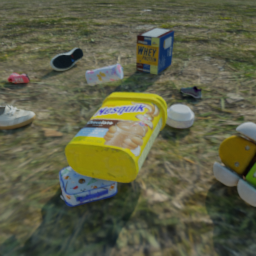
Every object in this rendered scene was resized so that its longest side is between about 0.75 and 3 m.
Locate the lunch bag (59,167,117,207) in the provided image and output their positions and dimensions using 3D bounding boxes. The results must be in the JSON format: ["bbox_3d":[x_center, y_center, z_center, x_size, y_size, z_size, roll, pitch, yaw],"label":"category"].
[{"bbox_3d":[-0.970,1.327,6.656,1.337,0.505,1.071,-12,35,-20],"label":"lunch bag"}]

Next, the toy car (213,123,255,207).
[{"bbox_3d":[3.115,0.909,6.693,1.376,1.606,1.836,23,12,-41],"label":"toy car"}]

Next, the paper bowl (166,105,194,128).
[{"bbox_3d":[1.732,-0.433,9.455,0.977,0.508,0.977,1,33,-1],"label":"paper bowl"}]

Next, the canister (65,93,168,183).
[{"bbox_3d":[-0.191,0.127,6.814,1.794,1.045,2.415,5,34,22],"label":"canister"}]

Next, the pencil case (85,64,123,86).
[{"bbox_3d":[-0.601,-1.337,7.093,0.952,0.396,0.432,-8,13,24],"label":"pencil case"}]

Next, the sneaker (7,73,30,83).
[{"bbox_3d":[-4.919,-2.148,12.574,1.154,0.425,0.500,10,45,25],"label":"sneaker"}]

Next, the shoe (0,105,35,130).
[{"bbox_3d":[-4.304,-0.371,9.324,2.303,0.615,0.805,-6,32,-9],"label":"shoe"}]

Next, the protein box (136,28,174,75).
[{"bbox_3d":[1.348,-3.846,13.942,1.198,1.763,1.775,17,35,26],"label":"protein box"}]

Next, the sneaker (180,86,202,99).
[{"bbox_3d":[2.601,-1.575,11.476,0.381,0.448,1.023,-26,40,-36],"label":"sneaker"}]

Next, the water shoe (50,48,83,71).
[{"bbox_3d":[-3.233,-3.430,14.466,0.888,0.805,2.250,-12,20,43],"label":"water shoe"}]
